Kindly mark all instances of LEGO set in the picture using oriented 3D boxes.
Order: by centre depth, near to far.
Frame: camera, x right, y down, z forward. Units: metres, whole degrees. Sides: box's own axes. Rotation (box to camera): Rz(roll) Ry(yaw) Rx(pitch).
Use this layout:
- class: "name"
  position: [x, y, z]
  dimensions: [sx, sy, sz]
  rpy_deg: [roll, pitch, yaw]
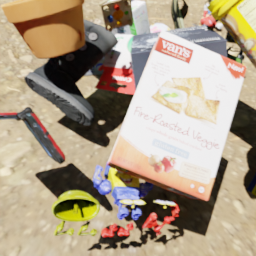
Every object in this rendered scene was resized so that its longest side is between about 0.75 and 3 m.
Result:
- class: "LEGO set"
  position: [3.584, -3.301, 11.274]
  dimensions: [2.845, 1.649, 2.188]
  rpy_deg: [23, 50, 21]

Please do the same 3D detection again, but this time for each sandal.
- class: "sandal"
  position: [1.853, -3.967, 9.780]
  dimensions: [0.556, 0.773, 1.947]
  rpy_deg: [-8, 84, 0]

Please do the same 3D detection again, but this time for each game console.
- class: "game console"
  position: [-2.141, 0.192, 5.133]
  dimensions: [1.100, 1.597, 1.853]
  rpy_deg: [-37, 14, -18]

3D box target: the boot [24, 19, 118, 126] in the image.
- class: "boot"
  position: [-1.192, -1.697, 8.110]
  dimensions: [2.275, 0.906, 2.760]
  rpy_deg: [36, 63, 4]

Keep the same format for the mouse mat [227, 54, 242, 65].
- class: "mouse mat"
  position: [2.864, -2.212, 10.564]
  dimensions: [2.294, 0.086, 1.846]
  rpy_deg: [27, 84, 20]

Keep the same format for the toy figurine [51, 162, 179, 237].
- class: "toy figurine"
  position: [-0.294, 1.212, 5.436]
  dimensions: [2.271, 1.198, 1.360]
  rpy_deg: [5, 42, -15]

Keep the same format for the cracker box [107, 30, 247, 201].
- class: "cracker box"
  position: [0.871, -0.220, 4.930]
  dimensions: [1.688, 0.727, 2.520]
  rpy_deg: [22, 75, -3]

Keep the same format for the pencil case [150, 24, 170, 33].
- class: "pencil case"
  position: [1.030, -3.139, 11.430]
  dimensions: [1.308, 1.199, 2.884]
  rpy_deg: [9, 46, 12]

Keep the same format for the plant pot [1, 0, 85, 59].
- class: "plant pot"
  position: [-1.737, -2.376, 6.379]
  dimensions: [1.779, 1.245, 1.779]
  rpy_deg: [-11, 30, 7]

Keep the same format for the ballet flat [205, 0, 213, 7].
- class: "ballet flat"
  position: [2.664, -4.266, 9.285]
  dimensions: [0.332, 0.956, 0.332]
  rpy_deg: [-22, 43, 22]

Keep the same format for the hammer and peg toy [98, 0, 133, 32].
- class: "hammer and peg toy"
  position: [-0.307, -2.974, 6.992]
  dimensions: [0.810, 1.102, 0.388]
  rpy_deg: [-16, 58, -2]

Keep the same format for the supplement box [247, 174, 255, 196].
- class: "supplement box"
  position: [4.256, 1.573, 6.909]
  dimensions: [1.111, 1.105, 2.029]
  rpy_deg: [-32, 54, -27]

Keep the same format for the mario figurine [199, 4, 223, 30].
- class: "mario figurine"
  position: [4.238, -5.521, 13.911]
  dimensions: [1.137, 0.976, 1.841]
  rpy_deg: [15, 45, 22]

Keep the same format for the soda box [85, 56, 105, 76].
- class: "soda box"
  position: [-1.557, -2.599, 11.244]
  dimensions: [2.268, 0.719, 0.774]
  rpy_deg: [-9, 46, -9]

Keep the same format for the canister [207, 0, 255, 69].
- class: "canister"
  position: [3.071, -2.165, 6.522]
  dimensions: [2.541, 1.100, 1.887]
  rpy_deg: [50, 27, -4]

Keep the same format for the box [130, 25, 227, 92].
- class: "box"
  position: [1.130, -1.608, 6.742]
  dimensions: [1.998, 1.193, 2.032]
  rpy_deg: [-6, 28, 6]

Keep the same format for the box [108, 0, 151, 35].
- class: "box"
  position: [0.005, -3.704, 9.630]
  dimensions: [1.402, 1.237, 0.678]
  rpy_deg: [30, 63, 35]

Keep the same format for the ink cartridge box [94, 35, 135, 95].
- class: "ink cartridge box"
  position: [-0.063, -2.069, 8.832]
  dimensions: [1.651, 0.514, 2.052]
  rpy_deg: [12, 62, 28]
